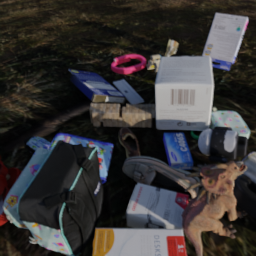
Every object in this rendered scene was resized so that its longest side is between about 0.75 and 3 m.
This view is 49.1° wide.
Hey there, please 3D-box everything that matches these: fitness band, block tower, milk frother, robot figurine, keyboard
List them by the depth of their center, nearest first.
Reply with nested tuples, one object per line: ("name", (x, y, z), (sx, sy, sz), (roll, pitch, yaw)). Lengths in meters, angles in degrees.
("milk frother", (4.215, 1.391, 7.294), (2.461, 2.616, 2.361), (36, 10, 37))
("robot figurine", (3.289, 0.570, 9.804), (1.616, 1.008, 1.214), (6, 18, 24))
("block tower", (-0.227, -0.514, 11.486), (2.632, 0.761, 0.711), (0, 39, 3))
("keyboard", (-0.026, -1.755, 13.556), (0.628, 0.119, 2.232), (-21, 43, -16))
("fitness band", (0.025, -3.572, 15.632), (2.050, 0.384, 1.472), (-25, 45, -26))

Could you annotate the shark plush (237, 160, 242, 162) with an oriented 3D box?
("shark plush", (3.269, 1.277, 9.012), (1.028, 0.428, 0.467), (-46, 52, 6))

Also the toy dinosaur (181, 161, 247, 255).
("toy dinosaur", (1.935, 1.935, 6.968), (1.867, 2.755, 1.182), (25, 5, -39))

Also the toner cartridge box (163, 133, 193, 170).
("toner cartridge box", (1.768, 0.809, 10.095), (0.768, 0.349, 1.618), (-2, 38, -3))

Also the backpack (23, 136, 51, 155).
("backpack", (-2.951, 0.778, 9.717), (0.832, 0.883, 1.083), (-39, 55, -20))

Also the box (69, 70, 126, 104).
("box", (-1.543, -1.934, 13.046), (1.673, 0.448, 2.762), (-1, 33, -40))

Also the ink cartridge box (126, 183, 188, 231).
("ink cartridge box", (0.831, 2.335, 7.918), (1.556, 0.649, 1.130), (11, 40, 14))

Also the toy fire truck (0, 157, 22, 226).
("toy fire truck", (-4.179, 2.004, 8.002), (2.118, 1.414, 2.522), (-35, 45, -4))

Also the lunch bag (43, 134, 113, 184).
("lunch bag", (-1.681, 0.971, 8.821), (2.078, 0.977, 1.564), (22, 38, -10))

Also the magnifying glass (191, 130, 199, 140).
("magnifying glass", (2.859, -0.056, 11.372), (0.620, 0.175, 1.559), (6, 40, 8))

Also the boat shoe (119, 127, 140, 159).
("boat shoe", (0.052, 0.453, 10.309), (0.646, 0.644, 1.790), (-7, 39, -9))

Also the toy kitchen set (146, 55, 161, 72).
("toy kitchen set", (1.703, -3.026, 14.891), (0.894, 1.215, 1.517), (-12, 76, -14))

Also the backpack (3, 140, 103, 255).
("backpack", (-1.650, 1.854, 7.043), (1.987, 2.592, 2.279), (4, 46, 16))

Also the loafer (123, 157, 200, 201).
("loafer", (0.952, 1.556, 8.663), (2.486, 0.894, 0.782), (14, 29, 13))

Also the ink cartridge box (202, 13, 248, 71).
("ink cartridge box", (5.296, -4.747, 15.598), (1.748, 2.929, 0.615), (20, 7, 25))

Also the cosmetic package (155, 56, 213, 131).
("cosmetic package", (2.270, -1.452, 11.413), (2.114, 2.102, 2.527), (2, 38, 13))

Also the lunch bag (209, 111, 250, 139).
("lunch bag", (3.928, -0.003, 10.908), (1.298, 0.624, 1.618), (0, 38, -4))

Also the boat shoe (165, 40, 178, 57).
("boat shoe", (2.456, -4.415, 15.954), (0.566, 1.654, 0.618), (14, 83, 3))

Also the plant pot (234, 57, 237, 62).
("plant pot", (5.805, -4.024, 16.385), (1.115, 0.153, 1.115), (1, 38, -1))

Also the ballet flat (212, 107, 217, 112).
("ballet flat", (3.707, -0.643, 12.013), (0.282, 0.282, 0.761), (4, 38, 5))

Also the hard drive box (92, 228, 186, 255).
("hard drive box", (0.247, 3.308, 6.537), (2.188, 0.840, 1.706), (0, 39, 0))
